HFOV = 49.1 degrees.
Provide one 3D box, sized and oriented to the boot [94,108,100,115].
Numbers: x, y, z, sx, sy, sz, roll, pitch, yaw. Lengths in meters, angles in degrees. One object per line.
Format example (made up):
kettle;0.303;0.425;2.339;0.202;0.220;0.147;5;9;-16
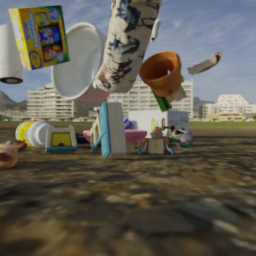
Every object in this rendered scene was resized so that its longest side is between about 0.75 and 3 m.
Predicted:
boot;-1.265;-0.679;12.084;0.312;0.387;0.857;0;6;8

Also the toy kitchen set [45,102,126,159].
toy kitchen set;-1.175;0.320;7.005;1.698;1.248;2.119;-1;-19;-17

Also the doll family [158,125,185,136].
doll family;2.391;0.282;13.825;1.961;0.769;1.133;3;-7;-40

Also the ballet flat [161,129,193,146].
ballet flat;1.720;0.350;10.915;1.886;0.678;0.678;0;0;45

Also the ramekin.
ramekin;-1.430;-2.235;10.237;2.734;2.734;1.435;1;-7;40

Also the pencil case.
pencil case;-0.126;-2.221;7.447;1.270;2.839;1.104;9;36;-15

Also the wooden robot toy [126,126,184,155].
wooden robot toy;0.712;0.332;7.797;1.664;0.755;0.733;1;1;11

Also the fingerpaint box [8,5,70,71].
fingerpaint box;-2.622;-2.753;8.500;0.631;1.720;1.435;19;33;41

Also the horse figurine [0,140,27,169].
horse figurine;-2.561;0.505;5.368;1.230;0.463;1.856;0;1;-22

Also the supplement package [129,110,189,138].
supplement package;1.839;-0.220;17.063;2.944;1.633;2.293;0;0;43

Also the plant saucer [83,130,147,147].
plant saucer;-0.463;0.382;10.389;2.360;0.598;2.360;-1;0;0

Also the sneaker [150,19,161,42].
sneaker;0.984;-3.406;9.883;0.306;0.817;0.407;-1;45;-31

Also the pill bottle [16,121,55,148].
pill bottle;-3.162;0.229;9.721;0.917;0.917;1.627;-1;1;-43

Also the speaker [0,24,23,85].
speaker;-4.089;-2.556;9.754;0.787;1.939;0.787;-5;-9;-1

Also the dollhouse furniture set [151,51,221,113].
dollhouse furniture set;2.322;-1.668;10.495;2.893;1.117;1.446;-25;5;27

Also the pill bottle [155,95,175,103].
pill bottle;1.843;-1.492;13.474;0.603;0.603;1.156;1;6;42

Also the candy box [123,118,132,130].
candy box;-0.596;0.008;17.135;0.552;1.211;1.433;46;-19;-18

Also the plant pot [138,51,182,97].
plant pot;1.066;-1.551;8.410;1.279;1.279;0.895;0;-37;32

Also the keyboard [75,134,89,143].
keyboard;-2.186;0.500;12.820;1.639;0.350;2.730;8;4;34
